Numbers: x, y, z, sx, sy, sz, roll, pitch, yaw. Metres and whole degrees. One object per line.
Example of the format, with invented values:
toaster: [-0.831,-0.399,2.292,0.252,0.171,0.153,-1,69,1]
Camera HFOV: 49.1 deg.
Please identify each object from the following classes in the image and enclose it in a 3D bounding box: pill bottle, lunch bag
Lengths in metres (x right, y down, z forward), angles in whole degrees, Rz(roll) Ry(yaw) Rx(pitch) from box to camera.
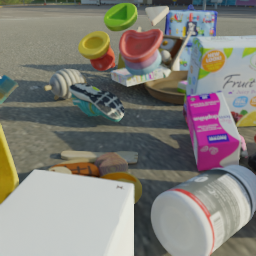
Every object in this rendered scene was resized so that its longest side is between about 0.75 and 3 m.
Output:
pill bottle: [1.120,1.046,3.771,1.526,0.869,0.869,-13,28,-41]
lunch bag: [2.545,-3.710,11.749,2.015,2.677,1.259,0,25,0]

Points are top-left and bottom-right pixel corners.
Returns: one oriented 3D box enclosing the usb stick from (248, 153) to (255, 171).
usb stick: [3.024,0.511,5.694,1.617,0.264,0.448,-19,53,-34]

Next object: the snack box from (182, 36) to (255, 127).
snack box: [2.978,-1.081,6.774,2.991,2.127,0.792,-3,35,-4]

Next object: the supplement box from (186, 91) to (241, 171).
supplement box: [1.650,0.024,5.604,0.757,0.773,1.495,-7,44,7]

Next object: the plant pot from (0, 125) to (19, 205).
plant pot: [-3.278,0.550,3.025,2.841,2.759,2.778,-8,26,-3]

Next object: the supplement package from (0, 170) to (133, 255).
supplement package: [-0.583,1.334,2.631,1.079,1.432,1.087,6,26,13]

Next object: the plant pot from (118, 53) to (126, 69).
plant pot: [0.349,-3.208,12.385,1.205,1.241,1.213,-23,34,-39]

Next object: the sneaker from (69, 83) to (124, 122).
sneaker: [-0.830,-0.616,7.438,1.816,0.723,0.704,30,44,30]

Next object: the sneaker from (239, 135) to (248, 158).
sneaker: [2.121,0.326,6.036,0.580,0.481,1.217,-19,24,4]

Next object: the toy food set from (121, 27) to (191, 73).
toy food set: [1.044,-3.120,10.754,2.318,0.700,1.663,19,75,30]

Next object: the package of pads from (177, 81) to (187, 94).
package of pads: [2.252,-1.280,9.066,0.835,0.369,1.081,-15,28,-28]

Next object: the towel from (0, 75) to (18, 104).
towel: [-3.361,-0.883,7.233,0.753,0.111,1.027,33,78,35]

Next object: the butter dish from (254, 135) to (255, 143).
butter dish: [2.474,0.860,3.824,1.091,1.475,1.471,-49,20,-22]

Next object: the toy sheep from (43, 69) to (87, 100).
toy sheep: [-1.964,-1.368,8.814,1.032,1.032,1.496,22,37,38]

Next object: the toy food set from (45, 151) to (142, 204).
toy food set: [-0.708,0.888,4.597,1.881,0.547,2.724,2,26,4]

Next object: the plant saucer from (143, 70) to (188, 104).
plant saucer: [1.983,-1.419,9.557,2.972,0.438,2.972,0,25,0]

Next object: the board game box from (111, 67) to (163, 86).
board game box: [0.252,-1.896,9.901,1.286,0.327,1.913,-15,20,-13]

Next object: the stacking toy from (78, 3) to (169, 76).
stacking toy: [0.049,-2.867,9.410,2.758,1.165,2.496,16,66,28]

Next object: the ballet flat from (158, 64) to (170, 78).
ballet flat: [1.101,-2.259,10.340,0.411,0.411,1.183,-21,51,-36]

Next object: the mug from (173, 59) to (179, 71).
mug: [1.595,-2.433,11.162,0.978,0.803,0.783,11,58,28]
